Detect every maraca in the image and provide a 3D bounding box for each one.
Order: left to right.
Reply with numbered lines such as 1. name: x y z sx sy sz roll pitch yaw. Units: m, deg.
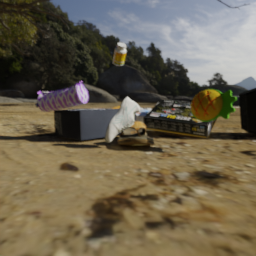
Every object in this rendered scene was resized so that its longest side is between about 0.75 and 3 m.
1. maraca: 2.493 -0.671 8.316 0.783 1.003 1.463 9 -4 -42

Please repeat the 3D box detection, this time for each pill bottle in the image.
1. pill bottle: -0.303 -2.664 10.136 0.427 0.757 0.427 9 40 -8

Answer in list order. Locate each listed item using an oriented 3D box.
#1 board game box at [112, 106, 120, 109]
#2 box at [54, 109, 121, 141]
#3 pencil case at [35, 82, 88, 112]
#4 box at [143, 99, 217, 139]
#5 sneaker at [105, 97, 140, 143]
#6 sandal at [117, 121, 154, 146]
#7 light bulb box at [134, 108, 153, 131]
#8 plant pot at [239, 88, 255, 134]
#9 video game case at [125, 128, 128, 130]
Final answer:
1. board game box: -0.680 -0.803 15.366 2.197 0.329 1.050 -18 -20 -21
2. box: -1.533 -0.206 11.066 2.088 1.087 1.901 -7 8 -43
3. pencil case: -2.487 -1.144 10.569 1.980 0.846 0.831 -9 13 20
4. box: 2.274 -0.467 11.870 2.663 0.657 2.127 8 31 25
5. sneaker: -0.182 -0.186 8.903 0.652 1.627 0.572 31 -12 4
6. sandal: 0.225 0.130 9.663 1.159 0.779 2.886 0 7 -1
7. light bulb box: 0.735 -0.427 13.460 1.194 0.752 1.205 0 21 -17
8. plant pot: 5.729 -0.716 11.376 2.050 2.305 2.311 -5 5 12
9. video game case: -0.860 0.020 13.452 2.049 0.179 1.465 2 6 18
